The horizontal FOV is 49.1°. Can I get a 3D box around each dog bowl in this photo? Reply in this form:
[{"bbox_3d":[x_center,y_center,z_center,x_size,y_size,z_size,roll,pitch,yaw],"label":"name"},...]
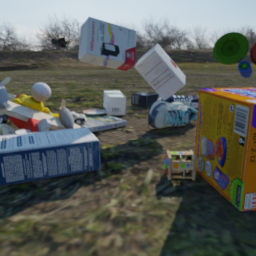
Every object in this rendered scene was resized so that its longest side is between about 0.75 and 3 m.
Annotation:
[{"bbox_3d":[-6.422,-0.997,13.243,2.395,0.883,2.395,5,19,-2],"label":"dog bowl"}]

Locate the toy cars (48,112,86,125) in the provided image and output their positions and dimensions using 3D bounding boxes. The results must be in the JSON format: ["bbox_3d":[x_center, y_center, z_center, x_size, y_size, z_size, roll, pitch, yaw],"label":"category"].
[{"bbox_3d":[-2.969,-0.450,11.670,2.723,0.603,1.221,2,20,31],"label":"toy cars"}]

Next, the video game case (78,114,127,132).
[{"bbox_3d":[-1.459,-0.254,12.111,1.953,0.236,2.142,-11,18,-36],"label":"video game case"}]

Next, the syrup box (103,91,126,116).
[{"bbox_3d":[-0.754,-1.347,14.749,0.917,0.948,2.328,0,14,-10],"label":"syrup box"}]

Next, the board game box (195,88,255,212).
[{"bbox_3d":[2.997,0.283,6.385,2.164,2.165,2.163,-3,16,-12],"label":"board game box"}]

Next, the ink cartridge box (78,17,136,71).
[{"bbox_3d":[-0.736,-3.012,10.239,1.925,1.403,0.797,6,-9,-28],"label":"ink cartridge box"}]

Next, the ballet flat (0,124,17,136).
[{"bbox_3d":[-4.223,0.306,8.844,2.558,0.949,0.949,-8,17,-28],"label":"ballet flat"}]

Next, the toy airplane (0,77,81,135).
[{"bbox_3d":[-3.178,-0.517,9.409,2.934,2.079,2.947,24,1,5],"label":"toy airplane"}]

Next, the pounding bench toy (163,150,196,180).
[{"bbox_3d":[1.280,0.886,7.224,0.735,0.586,0.943,0,15,2],"label":"pounding bench toy"}]

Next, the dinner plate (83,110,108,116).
[{"bbox_3d":[-1.520,-0.718,13.153,1.175,0.142,1.175,-2,13,0],"label":"dinner plate"}]

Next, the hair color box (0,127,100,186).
[{"bbox_3d":[-2.312,0.691,7.363,2.882,0.872,1.441,-6,16,-21],"label":"hair color box"}]

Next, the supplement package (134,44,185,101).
[{"bbox_3d":[1.354,-2.301,11.555,1.121,1.872,1.135,-36,16,27],"label":"supplement package"}]

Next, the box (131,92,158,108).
[{"bbox_3d":[0.974,-1.674,16.481,1.181,0.693,1.161,14,21,38],"label":"box"}]

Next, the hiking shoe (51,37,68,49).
[{"bbox_3d":[-2.644,-3.338,10.779,0.304,0.403,0.801,32,9,20],"label":"hiking shoe"}]

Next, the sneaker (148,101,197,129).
[{"bbox_3d":[1.926,-0.557,11.630,1.239,1.114,2.871,16,22,38],"label":"sneaker"}]

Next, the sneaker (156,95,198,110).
[{"bbox_3d":[2.738,-1.177,14.147,2.726,0.955,1.479,-9,15,-39],"label":"sneaker"}]

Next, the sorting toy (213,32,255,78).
[{"bbox_3d":[3.879,-2.269,9.016,2.178,1.309,0.894,13,-5,30],"label":"sorting toy"}]
